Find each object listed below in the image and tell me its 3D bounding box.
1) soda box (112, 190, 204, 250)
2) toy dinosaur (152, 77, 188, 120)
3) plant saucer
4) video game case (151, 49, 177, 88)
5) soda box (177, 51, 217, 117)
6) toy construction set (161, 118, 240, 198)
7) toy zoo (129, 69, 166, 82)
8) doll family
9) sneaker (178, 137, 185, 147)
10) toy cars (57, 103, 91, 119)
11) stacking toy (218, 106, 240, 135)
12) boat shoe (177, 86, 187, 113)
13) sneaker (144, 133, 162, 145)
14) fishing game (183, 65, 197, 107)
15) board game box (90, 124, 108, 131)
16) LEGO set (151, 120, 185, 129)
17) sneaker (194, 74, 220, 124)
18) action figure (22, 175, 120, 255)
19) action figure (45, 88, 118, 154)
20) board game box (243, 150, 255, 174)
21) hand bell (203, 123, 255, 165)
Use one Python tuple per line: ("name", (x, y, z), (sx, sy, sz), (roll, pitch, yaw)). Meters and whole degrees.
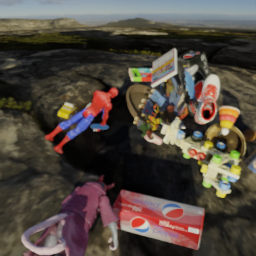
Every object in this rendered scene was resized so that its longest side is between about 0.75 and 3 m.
("soda box", (0.720, 2.237, 6.961), (2.181, 0.691, 0.763), (9, 28, 16))
("toy dinosaur", (2.142, -1.493, 12.623), (1.336, 2.309, 2.545), (-26, -8, 32))
("plant saucer", (0.970, -0.788, 12.035), (2.625, 0.387, 2.625), (24, 40, -22))
("video game case", (1.273, -2.139, 9.935), (1.023, 0.125, 1.431), (-27, 36, 32))
("soda box", (3.068, -1.852, 12.490), (0.939, 2.965, 1.049), (-31, 29, -16))
("toy construction set", (2.275, 0.822, 8.886), (2.824, 1.301, 1.852), (41, 37, 23))
("toy zoo", (0.885, -2.143, 11.317), (1.640, 0.168, 1.076), (-1, 31, -6))
("doll family", (0.868, -0.435, 9.245), (0.685, 1.746, 1.009), (-17, 49, -34))
("sneaker", (1.930, 0.432, 10.421), (0.355, 0.788, 0.295), (-32, 41, 1))
("toy cars", (-1.734, -0.715, 10.235), (1.862, 0.412, 0.835), (-6, 35, -37))
("stacking toy", (3.125, -0.191, 8.864), (0.649, 0.888, 0.649), (15, -12, 3))
("boat shoe", (2.791, -1.925, 13.489), (0.767, 0.899, 2.690), (29, 83, 45))
("sneaker", (0.795, 0.314, 10.272), (0.492, 0.354, 0.941), (26, 1, -37))
("fishing game", (2.303, -1.604, 10.634), (0.245, 1.574, 1.127), (-10, 13, 28))
("board game box", (-1.241, 0.015, 12.099), (0.786, 0.153, 0.621), (2, 21, -9))
("LEGO set", (1.494, -0.065, 10.755), (1.192, 0.392, 1.595), (1, 12, 4))
("sneaker", (2.547, -0.914, 8.649), (0.559, 1.675, 0.898), (20, -1, 0))
("action figure", (-1.227, 1.955, 6.277), (1.833, 2.038, 2.736), (6, 40, 26))
("action figure", (-1.440, -0.315, 10.191), (0.962, 2.947, 1.459), (49, 2, 16))
("board game box", (4.449, 0.555, 8.730), (0.334, 1.931, 1.308), (42, 12, 14))
("hand bell", (4.188, 0.386, 10.448), (1.481, 1.481, 2.844), (24, 24, 40))
